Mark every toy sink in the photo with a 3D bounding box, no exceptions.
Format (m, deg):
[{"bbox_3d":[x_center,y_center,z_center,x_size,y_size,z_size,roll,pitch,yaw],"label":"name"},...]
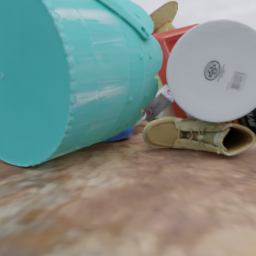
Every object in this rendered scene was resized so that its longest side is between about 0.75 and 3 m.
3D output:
[{"bbox_3d":[1.243,-1.535,9.845,1.348,2.407,1.569,2,6,-32],"label":"toy sink"}]

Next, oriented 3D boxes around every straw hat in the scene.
[{"bbox_3d":[1.228,-3.172,10.028,1.058,2.500,2.500,47,21,10],"label":"straw hat"}]

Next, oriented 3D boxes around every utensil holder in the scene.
[{"bbox_3d":[1.470,-0.854,4.714,1.547,1.547,1.821,2,5,17],"label":"utensil holder"}]

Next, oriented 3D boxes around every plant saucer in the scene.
[{"bbox_3d":[2.252,-2.049,9.468,2.954,2.960,0.543,-26,5,-34],"label":"plant saucer"}]

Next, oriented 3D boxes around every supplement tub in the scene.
[{"bbox_3d":[2.811,-0.699,6.589,1.711,1.711,2.793,-5,9,-33],"label":"supplement tub"}]

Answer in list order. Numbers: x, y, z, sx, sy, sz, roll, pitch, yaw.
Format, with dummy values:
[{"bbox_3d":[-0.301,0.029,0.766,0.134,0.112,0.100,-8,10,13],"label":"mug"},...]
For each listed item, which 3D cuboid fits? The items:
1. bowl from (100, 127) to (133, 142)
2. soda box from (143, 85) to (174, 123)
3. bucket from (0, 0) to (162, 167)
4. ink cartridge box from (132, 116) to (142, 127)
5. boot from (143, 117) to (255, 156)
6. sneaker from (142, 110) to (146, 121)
[{"bbox_3d":[-0.431,0.061,6.128,1.106,0.217,1.106,-5,14,1],"label":"bowl"},{"bbox_3d":[0.817,-0.657,7.897,0.396,0.427,1.250,-56,6,-37],"label":"soda box"},{"bbox_3d":[-1.154,-0.907,4.308,2.917,2.917,1.898,5,17,31],"label":"bucket"},{"bbox_3d":[-0.798,-0.324,4.978,1.339,0.773,1.835,3,9,37],"label":"ink cartridge box"},{"bbox_3d":[1.136,0.142,4.679,1.556,0.566,1.209,3,4,-16],"label":"boot"},{"bbox_3d":[-0.027,-0.750,7.245,0.738,1.065,1.901,-17,19,5],"label":"sneaker"}]
